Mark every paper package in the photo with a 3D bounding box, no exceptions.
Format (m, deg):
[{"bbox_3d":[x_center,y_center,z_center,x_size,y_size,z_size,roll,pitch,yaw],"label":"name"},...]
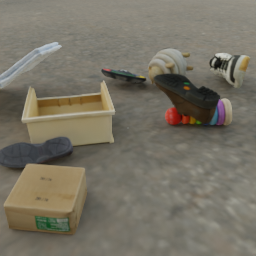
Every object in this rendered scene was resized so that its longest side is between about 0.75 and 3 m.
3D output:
[{"bbox_3d":[-1.454,1.276,5.151,1.211,0.627,1.154,4,34,4],"label":"paper package"}]

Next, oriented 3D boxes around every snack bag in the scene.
[{"bbox_3d":[-3.414,-1.636,8.482,2.853,0.305,2.690,-32,19,9],"label":"snack bag"}]

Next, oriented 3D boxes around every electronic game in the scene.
[{"bbox_3d":[-0.147,-1.899,10.024,1.633,0.340,1.633,11,14,-3],"label":"electronic game"}]

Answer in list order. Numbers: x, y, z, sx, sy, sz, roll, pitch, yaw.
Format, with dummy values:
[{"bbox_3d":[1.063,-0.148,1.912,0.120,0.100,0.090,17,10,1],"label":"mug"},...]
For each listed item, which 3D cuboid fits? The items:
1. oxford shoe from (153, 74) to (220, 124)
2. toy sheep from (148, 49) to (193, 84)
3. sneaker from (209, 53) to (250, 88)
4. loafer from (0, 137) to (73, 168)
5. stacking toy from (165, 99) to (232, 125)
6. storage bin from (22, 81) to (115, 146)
[{"bbox_3d":[1.359,-0.789,7.363,0.817,0.949,2.248,-16,38,-23],"label":"oxford shoe"},{"bbox_3d":[1.480,-2.166,9.928,1.389,1.389,2.014,28,47,37],"label":"toy sheep"},{"bbox_3d":[3.391,-2.055,9.684,1.216,1.049,2.773,19,15,12],"label":"sneaker"},{"bbox_3d":[-2.084,0.629,6.410,1.675,0.527,0.602,-11,65,-3],"label":"loafer"},{"bbox_3d":[1.922,-0.362,7.822,1.753,0.748,0.748,-6,32,4],"label":"stacking toy"},{"bbox_3d":[-1.549,-0.435,7.533,2.104,0.986,2.089,-7,33,-9],"label":"storage bin"}]
